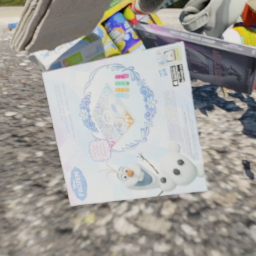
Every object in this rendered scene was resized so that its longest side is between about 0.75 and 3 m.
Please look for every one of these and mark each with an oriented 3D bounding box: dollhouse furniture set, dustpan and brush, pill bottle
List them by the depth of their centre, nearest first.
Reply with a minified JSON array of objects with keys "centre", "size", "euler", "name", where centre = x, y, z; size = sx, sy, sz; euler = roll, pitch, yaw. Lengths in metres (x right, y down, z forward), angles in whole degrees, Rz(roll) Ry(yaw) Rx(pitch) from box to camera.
[{"centre":[2.743,-2.203,7.371],"size":[1.437,0.798,0.798],"euler":[-19,33,-34],"name":"pill bottle"},{"centre":[3.825,-2.261,7.810],"size":[2.795,2.765,1.440],"euler":[-17,37,14],"name":"dollhouse furniture set"},{"centre":[-3.248,-2.603,9.449],"size":[1.661,0.475,1.159],"euler":[9,-14,-40],"name":"dustpan and brush"}]

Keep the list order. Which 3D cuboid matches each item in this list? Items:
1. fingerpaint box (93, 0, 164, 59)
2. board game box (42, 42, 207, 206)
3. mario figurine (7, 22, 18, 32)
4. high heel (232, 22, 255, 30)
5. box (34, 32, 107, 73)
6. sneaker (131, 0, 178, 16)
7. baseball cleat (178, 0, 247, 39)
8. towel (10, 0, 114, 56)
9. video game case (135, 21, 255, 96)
[{"centre":[-0.140,-2.814,8.828],"size":[2.530,2.111,0.928],"euler":[-40,13,-18],"name":"fingerpaint box"},{"centre":[-0.040,0.008,3.687],"size":[1.831,1.840,0.399],"euler":[-9,6,11],"name":"board game box"},{"centre":[-3.564,-3.377,9.305],"size":[0.773,0.477,0.410],"euler":[-19,-14,0],"name":"mario figurine"},{"centre":[3.884,-2.507,9.582],"size":[1.208,2.513,0.847],"euler":[-5,56,-8],"name":"high heel"},{"centre":[-1.333,-1.639,6.804],"size":[1.495,0.841,0.758],"euler":[-31,48,-15],"name":"box"},{"centre":[0.578,-2.329,4.923],"size":[1.251,0.440,0.585],"euler":[-34,16,-21],"name":"sneaker"},{"centre":[1.596,-2.129,6.290],"size":[1.242,2.334,0.814],"euler":[2,60,-12],"name":"baseball cleat"},{"centre":[-0.922,-2.113,4.966],"size":[0.413,1.589,2.397],"euler":[48,42,-3],"name":"towel"},{"centre":[1.296,-1.275,5.251],"size":[2.152,0.204,1.538],"euler":[24,-7,24],"name":"video game case"}]
